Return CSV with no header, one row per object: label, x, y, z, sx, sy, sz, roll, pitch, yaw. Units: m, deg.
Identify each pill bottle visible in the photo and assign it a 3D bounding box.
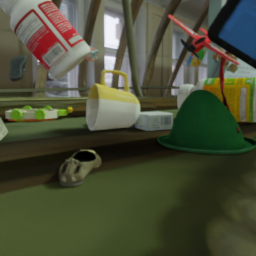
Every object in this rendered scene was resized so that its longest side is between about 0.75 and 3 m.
pill bottle,3.393,-1.053,10.484,2.865,1.591,1.591,3,8,26
pill bottle,-1.978,-2.297,6.665,1.165,2.075,1.165,-38,11,9

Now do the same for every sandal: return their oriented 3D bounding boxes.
sandal,-4.252,-2.270,10.791,0.617,0.347,1.622,-8,47,2

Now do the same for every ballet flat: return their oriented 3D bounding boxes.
ballet flat,-0.667,0.473,3.978,0.456,0.314,1.354,1,8,6

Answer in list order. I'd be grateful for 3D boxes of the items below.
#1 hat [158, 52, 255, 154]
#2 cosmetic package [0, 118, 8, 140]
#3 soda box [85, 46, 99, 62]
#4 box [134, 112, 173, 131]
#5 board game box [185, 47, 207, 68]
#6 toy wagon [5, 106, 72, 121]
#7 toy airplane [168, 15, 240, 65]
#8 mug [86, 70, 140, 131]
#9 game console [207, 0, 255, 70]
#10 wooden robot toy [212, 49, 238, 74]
hat,1.663,-0.742,6.056,2.032,2.160,2.453,0,8,-2
cosmetic package,-3.136,-0.303,5.749,0.706,1.342,0.477,3,39,16
soda box,-1.399,-2.443,8.860,0.954,0.326,0.303,31,40,19
box,0.744,-0.213,8.420,0.844,0.481,0.917,-4,9,-24
board game box,2.417,-2.501,9.919,0.180,0.683,0.893,24,2,-13
toy wagon,-3.455,-0.562,11.049,2.456,0.486,1.905,0,8,-7
toy airplane,2.003,-2.285,7.277,2.202,0.405,2.202,14,46,-14
mug,-0.374,-0.690,8.193,1.366,1.664,1.332,4,32,-22
game console,3.101,-2.270,5.565,2.551,1.514,2.199,38,-4,15
wooden robot toy,3.174,-2.382,9.422,1.417,0.624,0.643,18,19,-40
